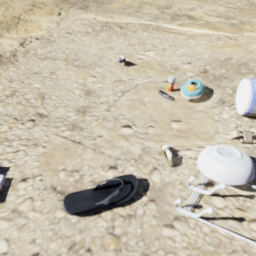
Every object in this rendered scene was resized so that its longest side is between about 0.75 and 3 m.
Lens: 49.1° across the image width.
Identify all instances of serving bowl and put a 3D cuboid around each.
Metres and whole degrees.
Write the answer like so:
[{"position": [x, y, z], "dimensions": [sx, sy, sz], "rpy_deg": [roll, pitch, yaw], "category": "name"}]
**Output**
[{"position": [3.220, 1.061, 9.150], "dimensions": [1.840, 0.605, 1.840], "rpy_deg": [1, 27, -1], "category": "serving bowl"}]

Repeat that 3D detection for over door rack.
[{"position": [3.096, 2.126, 8.246], "dimensions": [2.863, 0.954, 2.115], "rpy_deg": [25, 49, 25], "category": "over door rack"}]

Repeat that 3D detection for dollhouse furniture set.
[{"position": [4.398, 0.240, 10.735], "dimensions": [0.877, 0.428, 0.748], "rpy_deg": [4, 72, -16], "category": "dollhouse furniture set"}]

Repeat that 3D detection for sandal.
[{"position": [-0.737, 2.020, 8.553], "dimensions": [2.466, 0.528, 0.938], "rpy_deg": [-17, 49, -22], "category": "sandal"}]

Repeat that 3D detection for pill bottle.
[{"position": [5.973, -1.178, 11.447], "dimensions": [2.665, 1.516, 1.516], "rpy_deg": [4, 42, 4], "category": "pill bottle"}]

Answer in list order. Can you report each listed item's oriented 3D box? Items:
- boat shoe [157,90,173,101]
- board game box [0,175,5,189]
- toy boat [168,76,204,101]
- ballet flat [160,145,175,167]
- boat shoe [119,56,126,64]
[{"position": [1.684, -1.487, 12.733], "dimensions": [0.824, 0.235, 0.276], "rpy_deg": [30, 50, 29], "category": "boat shoe"}, {"position": [-4.612, 1.950, 8.952], "dimensions": [0.987, 0.215, 0.992], "rpy_deg": [1, 40, 0], "category": "board game box"}, {"position": [2.598, -1.858, 12.741], "dimensions": [1.661, 0.772, 1.396], "rpy_deg": [15, 45, 15], "category": "toy boat"}, {"position": [1.406, 0.887, 9.997], "dimensions": [0.374, 0.399, 1.103], "rpy_deg": [-10, 43, -1], "category": "ballet flat"}, {"position": [-0.409, -3.592, 14.846], "dimensions": [0.354, 0.285, 0.763], "rpy_deg": [-37, 24, -11], "category": "boat shoe"}]
